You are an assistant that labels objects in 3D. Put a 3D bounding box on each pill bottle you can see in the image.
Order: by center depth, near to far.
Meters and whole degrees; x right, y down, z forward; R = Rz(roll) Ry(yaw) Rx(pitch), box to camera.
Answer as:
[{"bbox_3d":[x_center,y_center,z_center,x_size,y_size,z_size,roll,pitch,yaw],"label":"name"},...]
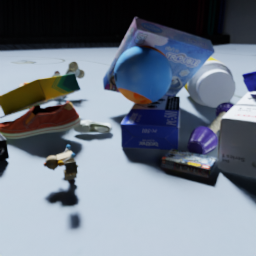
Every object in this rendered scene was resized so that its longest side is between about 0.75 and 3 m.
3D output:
[{"bbox_3d":[2.975,-1.824,10.700,1.661,1.661,2.955,0,22,0],"label":"pill bottle"}]

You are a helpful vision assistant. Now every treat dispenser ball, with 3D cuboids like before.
[{"bbox_3d":[0.429,-1.504,8.047,1.658,1.658,1.658,0,20,0],"label":"treat dispenser ball"}]

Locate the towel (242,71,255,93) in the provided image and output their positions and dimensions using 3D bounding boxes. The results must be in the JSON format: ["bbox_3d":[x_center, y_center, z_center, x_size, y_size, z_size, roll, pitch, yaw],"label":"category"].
[{"bbox_3d":[3.483,-1.242,6.812,1.221,0.303,0.902,-10,-25,30],"label":"towel"}]

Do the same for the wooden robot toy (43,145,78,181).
[{"bbox_3d":[-1.289,0.728,5.287,0.578,0.561,1.274,-9,12,-17],"label":"wooden robot toy"}]

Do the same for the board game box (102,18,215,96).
[{"bbox_3d":[0.913,-2.068,9.435,2.791,2.778,0.605,7,55,-24],"label":"board game box"}]

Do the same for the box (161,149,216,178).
[{"bbox_3d":[1.289,0.733,5.968,1.013,0.202,0.693,10,19,27],"label":"box"}]

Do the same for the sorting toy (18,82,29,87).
[{"bbox_3d":[-4.577,-2.011,13.348,1.284,0.234,1.188,-6,21,-15],"label":"sorting toy"}]

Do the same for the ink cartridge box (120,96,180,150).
[{"bbox_3d":[0.769,-0.269,8.036,1.409,0.663,2.997,3,21,11],"label":"ink cartridge box"}]

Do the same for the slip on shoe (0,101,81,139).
[{"bbox_3d":[-2.469,-0.238,7.496,2.431,0.744,0.900,-9,23,14],"label":"slip on shoe"}]

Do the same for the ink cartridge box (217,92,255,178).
[{"bbox_3d":[3.407,0.074,6.260,2.065,1.192,2.827,9,22,31],"label":"ink cartridge box"}]

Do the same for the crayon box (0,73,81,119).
[{"bbox_3d":[-2.792,-1.048,8.721,1.606,0.659,2.555,-18,10,21],"label":"crayon box"}]

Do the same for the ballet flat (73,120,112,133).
[{"bbox_3d":[-0.973,-0.003,7.719,1.086,0.377,0.377,2,20,-7],"label":"ballet flat"}]

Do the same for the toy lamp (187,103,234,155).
[{"bbox_3d":[2.134,0.007,7.067,0.683,0.683,2.347,12,31,30],"label":"toy lamp"}]

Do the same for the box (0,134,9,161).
[{"bbox_3d":[-4.005,0.374,6.422,1.792,0.495,2.236,-18,28,-36],"label":"box"}]

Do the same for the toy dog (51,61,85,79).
[{"bbox_3d":[-2.655,-2.183,11.779,1.660,1.095,0.799,-33,54,-26],"label":"toy dog"}]
